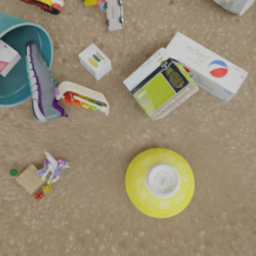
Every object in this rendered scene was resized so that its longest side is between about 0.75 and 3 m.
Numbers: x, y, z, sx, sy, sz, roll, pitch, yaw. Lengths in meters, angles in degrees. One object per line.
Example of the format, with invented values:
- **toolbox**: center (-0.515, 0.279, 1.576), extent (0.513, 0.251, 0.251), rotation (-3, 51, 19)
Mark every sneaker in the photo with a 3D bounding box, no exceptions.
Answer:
- **sneaker**: center (-2.979, -1.700, 10.283), extent (1.279, 1.087, 2.922), rotation (-9, 92, -16)
- **sneaker**: center (-3.840, -5.625, 11.242), extent (2.862, 1.114, 1.176), rotation (23, 87, -3)

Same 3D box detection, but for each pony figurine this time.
- **pony figurine**: center (-2.649, 1.350, 9.695), extent (1.046, 0.871, 1.010), rotation (-47, 111, -12)

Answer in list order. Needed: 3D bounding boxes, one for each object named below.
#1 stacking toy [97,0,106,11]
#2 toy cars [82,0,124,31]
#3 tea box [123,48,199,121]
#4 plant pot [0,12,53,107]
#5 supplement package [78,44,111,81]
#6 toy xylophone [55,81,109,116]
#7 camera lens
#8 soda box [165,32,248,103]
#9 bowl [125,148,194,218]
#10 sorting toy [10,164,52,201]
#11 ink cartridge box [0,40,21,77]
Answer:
- **stacking toy**: center (-0.783, -5.065, 11.185), extent (0.842, 0.762, 0.356), rotation (-32, 71, -29)
- **toy cars**: center (-0.978, -5.059, 11.212), extent (2.767, 0.613, 1.241), rotation (47, 116, 8)
- **tea box**: center (1.164, -1.470, 9.733), extent (1.790, 1.196, 1.761), rotation (-38, 82, 22)
- **plant pot**: center (-4.711, -2.681, 9.703), extent (2.818, 2.999, 2.999), rotation (31, 78, 16)
- **supplement package**: center (-1.244, -2.489, 10.637), extent (0.747, 0.741, 0.984), rotation (-42, 79, -10)
- **toy xylophone**: center (-1.500, -0.966, 9.622), extent (2.035, 1.490, 0.511), rotation (21, 112, -21)
- **camera lens**: center (3.951, -5.823, 10.847), extent (2.429, 1.943, 1.943), rotation (41, 79, 10)
- **soda box**: center (2.782, -2.249, 10.466), extent (2.998, 0.954, 1.021), rotation (33, 78, 7)
- **bowl**: center (1.089, 1.766, 9.273), extent (2.423, 1.304, 2.423), rotation (0, 76, 1)
- **sorting toy**: center (-3.317, 1.818, 9.756), extent (1.530, 0.259, 0.737), rotation (45, 80, -1)
- **ink cartridge box**: center (-4.946, -2.773, 10.455), extent (1.407, 0.593, 1.018), rotation (37, 82, -2)
